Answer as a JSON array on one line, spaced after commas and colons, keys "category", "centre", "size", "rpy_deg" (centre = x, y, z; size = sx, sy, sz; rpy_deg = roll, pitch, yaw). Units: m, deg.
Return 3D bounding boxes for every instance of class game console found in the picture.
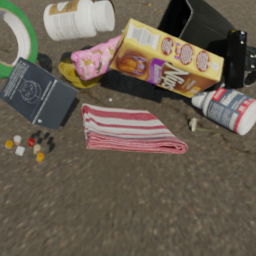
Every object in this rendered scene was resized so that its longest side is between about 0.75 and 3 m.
[{"category": "game console", "centre": [3.660, -2.087, 8.843], "size": [0.338, 1.655, 2.806], "rpy_deg": [8, 14, 37]}]

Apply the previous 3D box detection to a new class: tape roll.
[{"category": "tape roll", "centre": [-4.138, -2.902, 9.213], "size": [0.602, 2.507, 2.507], "rpy_deg": [-3, 36, 30]}]

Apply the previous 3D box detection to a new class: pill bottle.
[{"category": "pill bottle", "centre": [3.891, -0.890, 11.353], "size": [1.455, 1.455, 2.433], "rpy_deg": [-33, 50, -32]}, {"category": "pill bottle", "centre": [-1.621, -3.660, 9.491], "size": [2.141, 1.224, 1.224], "rpy_deg": [0, 39, 18]}]

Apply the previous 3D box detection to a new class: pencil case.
[{"category": "pencil case", "centre": [-0.827, -2.914, 11.194], "size": [2.869, 1.241, 1.188], "rpy_deg": [-30, 15, -17]}]

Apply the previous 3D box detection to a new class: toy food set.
[{"category": "toy food set", "centre": [-2.817, 0.586, 7.744], "size": [1.047, 0.471, 0.500], "rpy_deg": [19, 60, -12]}]

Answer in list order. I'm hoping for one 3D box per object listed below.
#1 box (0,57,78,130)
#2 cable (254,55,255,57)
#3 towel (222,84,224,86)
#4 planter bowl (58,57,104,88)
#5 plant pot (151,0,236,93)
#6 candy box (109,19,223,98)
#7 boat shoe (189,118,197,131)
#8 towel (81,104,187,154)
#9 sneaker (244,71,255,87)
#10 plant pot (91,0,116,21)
[{"category": "box", "centre": [-2.724, -1.041, 8.479], "size": [1.910, 1.023, 1.418], "rpy_deg": [33, 95, 30]}, {"category": "cable", "centre": [4.981, -2.695, 9.208], "size": [1.739, 0.438, 0.845], "rpy_deg": [-36, 90, 2]}, {"category": "towel", "centre": [4.413, -1.641, 13.164], "size": [1.260, 0.213, 1.320], "rpy_deg": [-3, 41, -2]}, {"category": "planter bowl", "centre": [-2.127, -2.617, 13.697], "size": [2.364, 0.985, 2.364], "rpy_deg": [-1, 41, 0]}, {"category": "plant pot", "centre": [2.527, -2.993, 10.502], "size": [2.627, 2.961, 2.954], "rpy_deg": [16, 40, -15]}, {"category": "candy box", "centre": [1.052, -1.896, 8.187], "size": [2.871, 1.675, 0.811], "rpy_deg": [17, 75, -13]}, {"category": "boat shoe", "centre": [2.624, -0.119, 11.371], "size": [0.269, 0.294, 0.787], "rpy_deg": [7, 33, 15]}, {"category": "towel", "centre": [-0.053, -0.094, 7.072], "size": [2.152, 0.340, 2.988], "rpy_deg": [5, 17, -13]}, {"category": "sneaker", "centre": [4.833, -2.100, 10.444], "size": [0.459, 1.257, 0.703], "rpy_deg": [46, 15, 12]}, {"category": "plant pot", "centre": [-1.284, -4.358, 10.682], "size": [1.203, 1.124, 1.124], "rpy_deg": [15, 41, 40]}]
